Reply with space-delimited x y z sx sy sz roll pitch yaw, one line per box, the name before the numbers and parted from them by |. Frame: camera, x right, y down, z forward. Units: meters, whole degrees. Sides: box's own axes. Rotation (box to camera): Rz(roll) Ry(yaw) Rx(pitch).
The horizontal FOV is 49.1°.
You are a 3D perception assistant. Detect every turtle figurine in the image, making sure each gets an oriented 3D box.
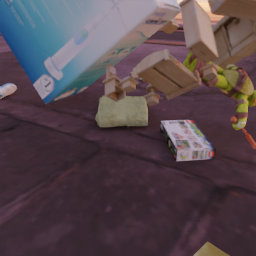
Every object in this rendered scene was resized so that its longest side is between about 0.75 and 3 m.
turtle figurine | 1.755 -0.712 4.884 1.636 0.653 2.028 25 50 -12

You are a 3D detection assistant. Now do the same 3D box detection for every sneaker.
sneaker | -4.749 -1.315 10.616 1.181 0.443 0.512 -30 44 -34

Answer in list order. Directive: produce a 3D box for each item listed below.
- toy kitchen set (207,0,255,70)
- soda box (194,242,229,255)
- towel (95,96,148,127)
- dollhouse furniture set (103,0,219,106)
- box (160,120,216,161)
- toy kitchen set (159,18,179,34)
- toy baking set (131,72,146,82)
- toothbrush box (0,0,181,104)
toy kitchen set | 1.745 -2.464 5.498 1.992 1.801 2.208 -5 -15 -25
soda box | 0.777 1.964 3.399 1.254 0.425 0.401 -22 33 -39
towel | -0.166 -0.560 8.919 1.630 0.401 2.197 0 24 -2
dollhouse furniture set | 0.518 -1.006 4.370 1.756 0.777 0.910 -23 -33 37
box | 1.475 0.265 7.231 0.946 0.298 1.718 -2 25 -5
toy kitchen set | 0.277 -3.542 9.124 1.699 1.536 1.883 -36 -16 34
toy baking set | 1.342 -2.733 13.716 2.080 0.315 2.710 22 32 39
toothbrush box | -0.862 -2.089 5.033 2.852 2.088 1.216 -32 1 34
